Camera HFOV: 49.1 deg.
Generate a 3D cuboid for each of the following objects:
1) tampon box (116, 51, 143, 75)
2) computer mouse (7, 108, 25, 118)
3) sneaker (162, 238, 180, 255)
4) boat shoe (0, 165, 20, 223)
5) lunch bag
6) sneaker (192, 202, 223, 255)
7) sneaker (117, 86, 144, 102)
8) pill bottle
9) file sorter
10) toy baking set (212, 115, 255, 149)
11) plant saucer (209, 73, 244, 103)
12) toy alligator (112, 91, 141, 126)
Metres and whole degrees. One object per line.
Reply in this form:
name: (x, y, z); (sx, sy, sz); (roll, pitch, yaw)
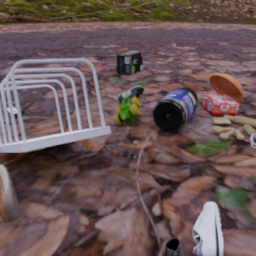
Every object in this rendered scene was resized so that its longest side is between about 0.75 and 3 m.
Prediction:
tampon box: (0.116, -3.858, 16.553); (0.939, 1.115, 1.487); (17, 30, 31)
computer mouse: (-4.488, -0.638, 10.961); (0.949, 0.208, 0.521); (21, 34, 36)
sneaker: (0.597, 2.266, 4.561); (0.352, 0.500, 0.941); (12, 37, 22)
boat shoe: (-3.144, 1.315, 6.123); (1.011, 1.067, 2.817); (-22, 24, -31)
lunch bag: (3.740, -0.965, 11.187); (1.260, 0.586, 1.431); (-2, 25, -7)
sneaker: (1.509, 1.912, 5.424); (0.533, 0.505, 1.323); (-4, 23, 13)
sneaker: (0.299, -1.352, 12.188); (1.425, 0.533, 0.757); (-29, 42, -30)
pill bottle: (1.780, -0.744, 10.064); (1.179, 1.179, 2.108); (13, 29, 24)
file sorter: (-2.201, -0.458, 7.249); (2.071, 1.859, 2.985); (-11, 1, -34)
toy baking set: (3.937, 0.135, 9.353); (2.439, 0.284, 1.872); (13, 32, 26)
plant saucer: (4.027, -1.663, 11.364); (0.295, 1.574, 1.574); (-48, 41, -8)
toy alligator: (0.052, -0.716, 10.582); (0.921, 0.667, 2.778); (-28, 21, 17)
